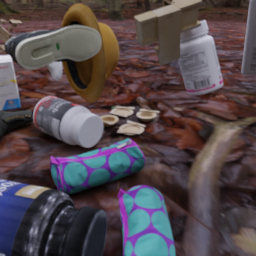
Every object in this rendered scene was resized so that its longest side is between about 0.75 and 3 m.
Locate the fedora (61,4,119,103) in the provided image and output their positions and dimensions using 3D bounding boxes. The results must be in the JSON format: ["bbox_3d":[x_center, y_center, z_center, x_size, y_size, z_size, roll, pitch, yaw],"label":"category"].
[{"bbox_3d":[-1.034,-2.153,8.190,1.114,2.732,2.732,-18,31,-34],"label":"fedora"}]

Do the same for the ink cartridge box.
[{"bbox_3d":[-5.047,-1.744,10.815,1.358,1.845,1.334,-10,28,-20],"label":"ink cartridge box"}]

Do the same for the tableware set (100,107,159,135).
[{"bbox_3d":[-0.046,-0.328,9.748,1.788,0.248,2.141,12,28,24],"label":"tableware set"}]

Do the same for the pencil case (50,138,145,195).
[{"bbox_3d":[-0.699,0.857,6.505,2.080,0.961,0.885,-15,37,-25],"label":"pencil case"}]

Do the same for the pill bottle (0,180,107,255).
[{"bbox_3d":[-1.747,1.619,4.374,2.640,1.476,1.476,6,27,12],"label":"pill bottle"}]

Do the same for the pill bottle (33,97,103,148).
[{"bbox_3d":[-1.789,-0.174,8.375,2.041,1.182,1.182,20,32,35],"label":"pill bottle"}]

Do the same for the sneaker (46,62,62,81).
[{"bbox_3d":[-2.092,-1.829,7.536,0.434,1.137,0.458,-10,3,41],"label":"sneaker"}]

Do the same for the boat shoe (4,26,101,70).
[{"bbox_3d":[-1.454,-1.737,5.799,0.708,0.752,2.093,25,36,38],"label":"boat shoe"}]

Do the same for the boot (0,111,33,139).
[{"bbox_3d":[-3.698,-0.180,8.949,1.398,0.783,2.021,-4,27,-20],"label":"boot"}]

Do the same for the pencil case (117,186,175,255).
[{"bbox_3d":[0.243,1.866,4.520,0.955,0.879,2.066,19,24,-8],"label":"pencil case"}]

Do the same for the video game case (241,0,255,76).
[{"bbox_3d":[3.871,-2.207,6.385,2.195,2.412,0.276,3,50,18],"label":"video game case"}]

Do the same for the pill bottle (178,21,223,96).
[{"bbox_3d":[1.406,-1.395,5.669,0.757,1.336,0.757,-17,15,5],"label":"pill bottle"}]

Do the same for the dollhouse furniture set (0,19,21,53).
[{"bbox_3d":[-3.671,-2.879,8.584,0.532,1.026,0.454,39,29,10],"label":"dollhouse furniture set"}]

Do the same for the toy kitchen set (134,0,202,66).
[{"bbox_3d":[0.581,-1.868,5.174,1.154,0.942,1.041,-22,47,-10],"label":"toy kitchen set"}]
